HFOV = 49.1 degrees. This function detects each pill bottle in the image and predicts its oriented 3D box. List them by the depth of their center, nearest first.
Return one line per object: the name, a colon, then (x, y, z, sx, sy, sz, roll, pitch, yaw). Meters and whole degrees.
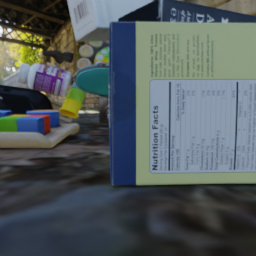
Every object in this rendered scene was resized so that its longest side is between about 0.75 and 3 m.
pill bottle: (-2.752, -1.611, 9.255, 1.588, 0.891, 0.891, 13, 0, -15)

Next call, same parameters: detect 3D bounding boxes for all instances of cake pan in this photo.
cake pan: (-0.371, -2.154, 9.618, 2.608, 2.608, 0.478, 0, -28, 1)

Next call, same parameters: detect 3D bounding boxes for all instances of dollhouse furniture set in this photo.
dollhouse furniture set: (-2.627, -1.281, 11.285, 1.865, 1.961, 1.598, 22, 4, -31)

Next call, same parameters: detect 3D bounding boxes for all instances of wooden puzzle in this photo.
wooden puzzle: (-2.150, -0.037, 5.014, 2.161, 0.540, 2.333, 0, 4, 1)

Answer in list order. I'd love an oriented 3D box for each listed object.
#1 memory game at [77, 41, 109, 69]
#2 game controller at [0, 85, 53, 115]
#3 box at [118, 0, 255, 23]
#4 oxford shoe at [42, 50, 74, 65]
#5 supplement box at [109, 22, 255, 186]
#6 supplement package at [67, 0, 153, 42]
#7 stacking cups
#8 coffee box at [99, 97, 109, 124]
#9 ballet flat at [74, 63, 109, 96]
memory game: (-0.504, -2.136, 9.028, 2.301, 2.301, 0.147, 0, -17, -6)
game controller: (-2.829, -0.526, 6.305, 2.358, 1.230, 0.497, 8, 49, 5)
box: (1.345, -0.908, 5.209, 2.856, 2.120, 1.529, -3, 10, -26)
oxford shoe: (-2.267, -2.274, 9.055, 1.018, 0.430, 0.370, 3, 10, -27)
supplement box: (0.709, -0.225, 2.890, 1.789, 1.202, 1.791, 0, 4, -3)
supplement package: (-0.318, -2.494, 6.125, 1.639, 0.961, 0.958, -15, 5, -36)
stacking cups: (-1.706, -1.525, 10.115, 0.706, 2.333, 0.706, 18, -17, 6)
coffee box: (-0.256, -1.324, 10.207, 1.352, 2.392, 0.955, -1, -3, 22)
ballet flat: (-0.195, -1.501, 8.337, 2.832, 1.051, 1.051, 2, 3, -15)
